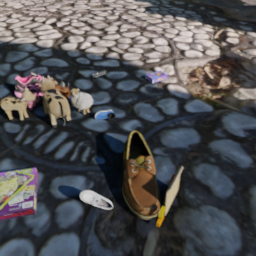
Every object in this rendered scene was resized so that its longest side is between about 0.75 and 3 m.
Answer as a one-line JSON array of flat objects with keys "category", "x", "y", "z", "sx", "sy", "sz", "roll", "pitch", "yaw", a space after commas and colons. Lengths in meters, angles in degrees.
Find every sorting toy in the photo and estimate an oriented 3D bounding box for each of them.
[{"category": "sorting toy", "x": 1.096, "y": 1.877, "z": 7.671, "sx": 0.204, "sy": 1.136, "sz": 1.525, "roll": 20, "pitch": 41, "yaw": 20}]

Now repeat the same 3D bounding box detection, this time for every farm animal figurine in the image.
[{"category": "farm animal figurine", "x": -3.358, "y": -1.186, "z": 11.351, "sx": 2.931, "sy": 1.545, "sz": 2.964, "roll": 29, "pitch": 46, "yaw": 33}]

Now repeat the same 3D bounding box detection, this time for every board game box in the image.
[{"category": "board game box", "x": -4.059, "y": 2.017, "z": 8.147, "sx": 2.692, "sy": 0.435, "sz": 1.615, "roll": -7, "pitch": 42, "yaw": -10}, {"category": "board game box", "x": 1.448, "y": -2.613, "z": 14.327, "sx": 0.958, "sy": 0.215, "sz": 0.644, "roll": -20, "pitch": 42, "yaw": -24}]

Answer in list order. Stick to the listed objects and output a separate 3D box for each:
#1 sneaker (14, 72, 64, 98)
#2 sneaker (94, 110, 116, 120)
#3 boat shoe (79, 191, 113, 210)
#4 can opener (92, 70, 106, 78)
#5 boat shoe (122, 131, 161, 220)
[{"category": "sneaker", "x": -4.111, "y": -2.043, "z": 12.889, "sx": 2.270, "sy": 1.083, "sz": 0.897, "roll": -9, "pitch": 37, "yaw": -14}, {"category": "sneaker", "x": -0.916, "y": -0.480, "z": 11.442, "sx": 0.841, "sy": 0.323, "sz": 0.468, "roll": -14, "pitch": 30, "yaw": -27}, {"category": "boat shoe", "x": -0.864, "y": 2.012, "z": 7.697, "sx": 0.353, "sy": 0.980, "sz": 0.336, "roll": -62, "pitch": 19, "yaw": -15}, {"category": "can opener", "x": -1.489, "y": -2.770, "z": 14.559, "sx": 0.826, "sy": 0.217, "sz": 0.274, "roll": -27, "pitch": 59, "yaw": -32}, {"category": "boat shoe", "x": 0.292, "y": 1.279, "z": 8.453, "sx": 1.075, "sy": 1.016, "sz": 2.989, "roll": -6, "pitch": 38, "yaw": -9}]
